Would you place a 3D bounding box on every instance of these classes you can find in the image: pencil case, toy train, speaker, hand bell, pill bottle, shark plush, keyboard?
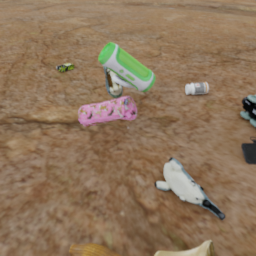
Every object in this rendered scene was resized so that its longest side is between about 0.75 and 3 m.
[{"bbox_3d":[-0.689,-0.495,9.098,1.911,0.791,0.827,-8,-9,28],"label":"pencil case"},{"bbox_3d":[5.344,-0.446,10.464,1.443,1.079,2.532,1,32,-16],"label":"toy train"},{"bbox_3d":[-0.016,-1.736,8.159,1.691,0.748,0.748,31,22,-27],"label":"speaker"},{"bbox_3d":[0.080,2.758,5.544,2.967,1.545,1.545,2,31,25],"label":"hand bell"},{"bbox_3d":[3.158,-1.797,12.912,0.955,0.556,0.556,-4,33,-6],"label":"pill bottle"},{"bbox_3d":[1.774,1.555,7.643,2.197,0.998,0.915,26,10,41],"label":"shark plush"},{"bbox_3d":[4.736,0.810,9.229,1.979,0.392,1.030,1,56,0],"label":"keyboard"}]

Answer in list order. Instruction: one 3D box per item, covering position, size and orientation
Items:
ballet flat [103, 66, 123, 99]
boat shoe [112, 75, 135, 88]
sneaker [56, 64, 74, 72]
[{"bbox_3d":[-0.610,-1.920,11.712,0.748,2.015,0.748,-9,41,8],"label":"ballet flat"},{"bbox_3d":[0.220,-1.917,11.006,1.861,0.617,0.651,8,29,-38],"label":"boat shoe"},{"bbox_3d":[-3.507,-3.322,15.471,1.061,0.400,0.406,-16,28,-41],"label":"sneaker"}]
